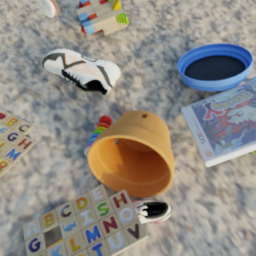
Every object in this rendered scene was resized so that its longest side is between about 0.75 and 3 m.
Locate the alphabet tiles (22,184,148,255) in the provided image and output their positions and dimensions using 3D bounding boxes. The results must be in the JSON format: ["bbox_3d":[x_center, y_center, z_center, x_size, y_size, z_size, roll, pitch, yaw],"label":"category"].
[{"bbox_3d":[-1.103,2.779,6.968,2.932,0.111,2.451,-27,46,-6],"label":"alphabet tiles"}]

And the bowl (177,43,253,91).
[{"bbox_3d":[3.095,-2.208,10.120,2.573,0.505,2.573,-9,41,8],"label":"bowl"}]

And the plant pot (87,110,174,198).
[{"bbox_3d":[0.231,0.609,7.951,2.346,2.346,1.642,14,42,9],"label":"plant pot"}]

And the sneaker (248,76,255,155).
[{"bbox_3d":[4.240,-0.376,9.039,1.948,1.187,2.983,-16,59,-11],"label":"sneaker"}]

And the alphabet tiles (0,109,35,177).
[{"bbox_3d":[-4.522,0.580,8.780,2.446,0.093,2.940,25,52,15],"label":"alphabet tiles"}]

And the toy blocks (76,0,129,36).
[{"bbox_3d":[-1.286,-4.781,11.831,1.872,1.369,2.739,-23,55,-2],"label":"toy blocks"}]

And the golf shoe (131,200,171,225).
[{"bbox_3d":[0.172,2.262,7.568,1.965,0.905,0.713,-8,59,-3],"label":"golf shoe"}]

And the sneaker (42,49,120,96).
[{"bbox_3d":[-1.808,-1.995,10.115,2.913,1.074,1.165,13,61,8],"label":"sneaker"}]

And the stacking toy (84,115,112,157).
[{"bbox_3d":[-0.889,0.252,9.031,0.681,0.681,1.594,9,52,6],"label":"stacking toy"}]

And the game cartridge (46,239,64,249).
[{"bbox_3d":[-1.350,3.966,6.784,2.153,0.396,2.443,-28,60,-16],"label":"game cartridge"}]

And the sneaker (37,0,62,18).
[{"bbox_3d":[-2.541,-4.146,8.669,0.611,0.575,1.493,-34,104,-45],"label":"sneaker"}]

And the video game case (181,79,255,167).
[{"bbox_3d":[3.241,-0.248,8.626,2.696,0.310,2.457,-22,43,9],"label":"video game case"}]
